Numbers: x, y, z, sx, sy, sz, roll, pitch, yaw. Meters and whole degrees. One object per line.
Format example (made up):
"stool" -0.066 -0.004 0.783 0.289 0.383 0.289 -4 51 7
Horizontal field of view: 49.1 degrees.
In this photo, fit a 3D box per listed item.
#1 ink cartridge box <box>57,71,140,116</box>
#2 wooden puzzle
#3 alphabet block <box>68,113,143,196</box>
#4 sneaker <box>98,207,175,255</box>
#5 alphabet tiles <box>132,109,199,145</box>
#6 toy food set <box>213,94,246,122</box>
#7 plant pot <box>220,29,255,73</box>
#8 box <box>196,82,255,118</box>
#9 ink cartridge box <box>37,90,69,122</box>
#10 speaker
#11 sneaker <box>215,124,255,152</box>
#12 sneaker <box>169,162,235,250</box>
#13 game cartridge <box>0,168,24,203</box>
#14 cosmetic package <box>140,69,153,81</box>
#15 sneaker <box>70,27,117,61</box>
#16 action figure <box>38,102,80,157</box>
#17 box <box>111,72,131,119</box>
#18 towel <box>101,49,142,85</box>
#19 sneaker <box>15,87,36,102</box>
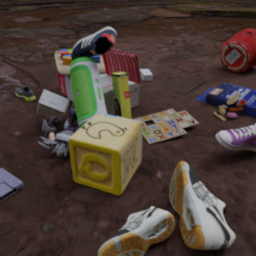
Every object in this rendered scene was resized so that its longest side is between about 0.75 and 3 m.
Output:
"ink cartridge box" -1.247 -1.699 11.683 2.140 1.228 2.947 -25 44 -34
"wooden puzzle" -2.011 -2.928 11.809 2.044 0.511 2.207 -6 35 -15
"alphabet block" -0.551 0.664 7.664 1.503 1.511 1.539 10 33 20
"sneaker" 0.112 2.276 5.979 1.809 0.684 0.793 -17 18 -28
"alphabet tiles" 1.393 -0.138 10.198 2.088 0.079 1.745 -15 33 -13
"toy food set" 4.059 -0.731 10.946 1.342 0.211 0.853 -34 48 -6
"plant pot" 6.171 -4.058 15.117 2.048 2.048 1.865 26 48 36
"box" 4.580 -1.276 11.922 2.895 0.469 1.753 21 38 33
"ink cartridge box" -2.659 -0.739 9.875 0.931 1.289 0.545 21 71 -14
"speaker" -1.298 -1.061 9.149 1.032 1.032 2.333 -9 76 -14
"sneaker" 3.519 0.121 8.264 1.846 1.052 0.669 4 44 -25
"sneaker" 1.681 1.798 6.596 1.068 0.921 2.436 11 33 -11
"game cartridge" -3.691 1.678 7.182 1.060 0.314 1.635 25 39 28
"cosmetic package" 0.912 -2.708 14.386 0.497 0.358 0.881 -5 31 -12
"sneaker" -1.177 -2.541 9.063 1.807 0.678 0.764 -27 43 27
"action figure" -1.828 0.043 9.125 1.741 0.928 2.676 26 35 -6
"box" -0.241 -1.150 10.101 0.415 1.654 0.623 -13 18 -24
"towel" -0.279 -2.303 10.406 1.704 1.232 0.192 22 52 33
"sneaker" -4.566 -1.605 12.379 1.316 0.533 0.486 22 37 32
